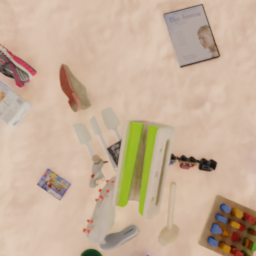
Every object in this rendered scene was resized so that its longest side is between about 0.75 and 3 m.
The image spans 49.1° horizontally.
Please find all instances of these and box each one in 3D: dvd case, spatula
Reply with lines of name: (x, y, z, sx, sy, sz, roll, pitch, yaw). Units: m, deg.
dvd case: (2.105, -3.073, 9.317, 1.394, 0.171, 1.954, -16, 82, -2)
spatula: (-0.710, 0.513, 8.817, 1.421, 0.164, 2.043, -26, 83, -5)

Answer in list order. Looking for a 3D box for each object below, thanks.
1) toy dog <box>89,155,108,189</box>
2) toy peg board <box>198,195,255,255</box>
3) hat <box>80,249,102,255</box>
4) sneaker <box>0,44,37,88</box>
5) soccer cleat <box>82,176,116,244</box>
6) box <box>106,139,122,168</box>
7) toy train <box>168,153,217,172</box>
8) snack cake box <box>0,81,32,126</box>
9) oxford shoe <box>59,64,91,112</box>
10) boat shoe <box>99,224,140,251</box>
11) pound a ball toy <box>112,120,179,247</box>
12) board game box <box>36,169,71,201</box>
toy dog: (-0.863, 1.302, 8.391, 0.476, 0.652, 0.989, 3, 88, 10)
toy peg board: (3.140, 3.030, 8.140, 1.599, 0.785, 1.605, 23, 82, 3)
hat: (-1.172, 4.207, 8.306, 0.760, 0.808, 0.918, 14, 38, -11)
sneaker: (-3.950, -2.117, 8.854, 2.064, 0.832, 0.771, 36, 86, 4)
soccer cleat: (-0.630, 2.406, 8.301, 0.772, 0.690, 1.990, 35, 67, -26)
box: (0.074, 0.744, 8.666, 1.197, 0.261, 0.959, -31, 85, -9)
toy train: (1.789, 1.080, 8.670, 1.902, 0.324, 0.436, 8, 93, 1)
snack cake box: (-3.989, -0.877, 8.824, 1.568, 0.527, 0.902, 38, 85, 5)
oxford shoe: (-1.721, -1.288, 8.961, 0.635, 0.609, 1.722, -13, 74, -37)
boat shoe: (-0.226, 3.291, 8.285, 1.271, 0.394, 0.458, -26, 46, 5)
pound a ball toy: (0.780, 1.392, 7.734, 1.925, 1.254, 2.952, 14, 100, 34)
board game box: (-2.286, 1.746, 8.639, 0.895, 0.154, 0.606, 33, 83, 4)
